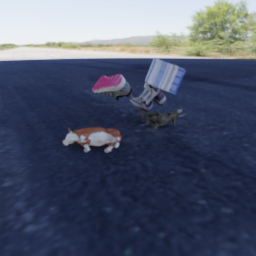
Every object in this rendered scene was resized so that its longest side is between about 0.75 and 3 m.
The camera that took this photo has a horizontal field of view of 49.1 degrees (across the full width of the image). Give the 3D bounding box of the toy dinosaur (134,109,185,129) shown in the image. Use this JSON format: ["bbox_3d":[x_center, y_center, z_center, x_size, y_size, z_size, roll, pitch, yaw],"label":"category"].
[{"bbox_3d":[1.152,-0.371,11.324,2.087,0.803,1.068,1,1,40],"label":"toy dinosaur"}]

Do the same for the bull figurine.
[{"bbox_3d":[-1.146,0.351,9.011,1.928,0.628,1.171,-5,21,-9],"label":"bull figurine"}]

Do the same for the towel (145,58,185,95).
[{"bbox_3d":[1.158,-1.665,8.965,1.190,0.874,0.142,28,13,27],"label":"towel"}]

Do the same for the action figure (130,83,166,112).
[{"bbox_3d":[0.884,-1.423,10.771,1.930,1.029,2.966,-40,-11,-9],"label":"action figure"}]

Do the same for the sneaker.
[{"bbox_3d":[-0.692,-1.687,12.317,1.049,0.885,2.399,40,-20,-31],"label":"sneaker"}]
